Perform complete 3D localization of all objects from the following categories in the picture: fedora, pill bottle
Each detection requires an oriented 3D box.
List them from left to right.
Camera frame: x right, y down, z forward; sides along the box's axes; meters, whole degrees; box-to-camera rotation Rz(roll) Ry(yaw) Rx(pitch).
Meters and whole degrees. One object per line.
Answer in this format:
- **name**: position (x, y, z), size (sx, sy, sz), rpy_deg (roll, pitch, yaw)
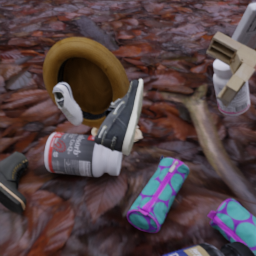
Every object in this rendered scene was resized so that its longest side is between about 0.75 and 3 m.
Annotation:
- **pill bottle**: position (-1.246, 0.795, 8.114), size (2.041, 1.182, 1.182), rpy_deg (5, 40, 6)
- **fedora**: position (-0.982, -1.268, 7.675), size (2.732, 2.732, 1.114), rpy_deg (13, 41, 15)
- **pill bottle**: position (1.129, 3.062, 5.209), size (2.640, 1.476, 1.476), rpy_deg (-12, 42, -14)
- **pill bottle**: position (2.468, -1.016, 6.719), size (0.757, 1.336, 0.757), rpy_deg (-15, 39, 13)

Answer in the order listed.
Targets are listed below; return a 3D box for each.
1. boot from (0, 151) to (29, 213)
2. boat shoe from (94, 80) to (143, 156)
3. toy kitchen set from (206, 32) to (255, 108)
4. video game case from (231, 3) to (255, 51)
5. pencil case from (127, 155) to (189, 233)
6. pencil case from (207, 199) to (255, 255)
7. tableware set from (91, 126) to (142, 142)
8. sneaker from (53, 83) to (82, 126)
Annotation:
- **boot**: position (-3.137, 1.358, 7.829), size (2.021, 0.783, 1.398), rpy_deg (28, 42, 28)
- **boat shoe**: position (-0.093, -0.367, 5.563), size (0.708, 0.752, 2.093), rpy_deg (10, 42, 8)
- **toy kitchen set**: position (1.898, -1.093, 5.815), size (1.041, 0.942, 1.154), rpy_deg (35, 64, 14)
- **video game case**: position (4.018, -2.727, 8.102), size (2.195, 2.412, 0.276), rpy_deg (-14, 66, -8)
- **pencil case**: position (0.814, 1.665, 7.250), size (0.885, 0.961, 2.080), rpy_deg (25, 47, 17)
- **pencil case**: position (2.800, 2.584, 6.220), size (0.955, 0.879, 2.066), rpy_deg (-4, 35, -37)
- **tableware set**: position (-0.468, -0.161, 9.965), size (1.788, 0.248, 2.141), rpy_deg (-4, 40, -4)
- **sneaker**: position (-1.487, -0.502, 6.775), size (0.434, 1.137, 0.458), rpy_deg (-17, 25, 17)
